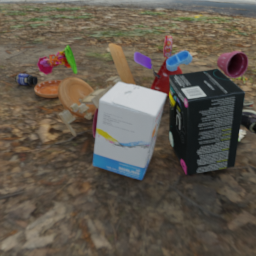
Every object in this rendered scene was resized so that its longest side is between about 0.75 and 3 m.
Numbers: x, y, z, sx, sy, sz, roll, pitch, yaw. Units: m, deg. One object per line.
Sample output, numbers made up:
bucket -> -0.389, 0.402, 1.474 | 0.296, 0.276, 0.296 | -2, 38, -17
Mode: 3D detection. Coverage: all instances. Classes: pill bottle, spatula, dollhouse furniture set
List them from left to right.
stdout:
pill bottle -> -5.397, -2.552, 14.920 | 1.045, 0.584, 0.584 | 8, 34, 12
dollhouse furniture set -> -1.102, -0.798, 10.905 | 2.755, 1.220, 1.428 | -39, 21, -21
spatula -> 1.287, -2.490, 12.693 | 0.286, 2.785, 0.787 | -30, 42, 32

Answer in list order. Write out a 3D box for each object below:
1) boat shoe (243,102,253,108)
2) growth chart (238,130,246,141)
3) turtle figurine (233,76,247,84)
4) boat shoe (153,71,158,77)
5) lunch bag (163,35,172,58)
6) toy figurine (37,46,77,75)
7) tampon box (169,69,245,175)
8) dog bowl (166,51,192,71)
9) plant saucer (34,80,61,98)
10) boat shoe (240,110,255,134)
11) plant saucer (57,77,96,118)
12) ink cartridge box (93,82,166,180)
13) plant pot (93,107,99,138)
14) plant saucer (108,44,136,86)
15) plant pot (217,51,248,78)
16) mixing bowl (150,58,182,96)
boat shoe -> 5.335, -1.107, 12.978 | 0.876, 0.274, 0.312 | 5, 35, 11
growth chart -> 3.972, 0.297, 10.835 | 0.912, 0.112, 1.260 | 17, 34, 34
turtle figurine -> 6.177, -2.673, 15.344 | 0.804, 0.321, 0.998 | 7, 34, 11
boat shoe -> 1.778, -2.992, 15.882 | 0.306, 0.322, 0.852 | -24, 49, -38
lunch bag -> 1.710, -3.518, 12.040 | 0.348, 0.849, 0.748 | 4, 52, 2
toy figurine -> -3.087, -2.721, 11.741 | 1.492, 1.217, 1.621 | -13, 3, 1
tampon box -> 2.381, -0.223, 9.116 | 1.709, 2.707, 2.029 | -8, 32, -5
dog bowl -> 2.124, -2.857, 11.862 | 1.137, 0.282, 0.633 | -25, 55, 14
plant saucer -> -3.841, -1.967, 14.298 | 1.775, 0.286, 1.775 | 1, 33, -1
boat shoe -> 4.208, -0.103, 9.245 | 0.557, 0.619, 1.720 | -25, 36, -27
plant saucer -> -2.088, -1.352, 12.038 | 1.944, 0.314, 1.944 | 25, 49, -31
ink cartridge box -> 0.045, 0.047, 8.973 | 1.718, 2.375, 1.749 | 16, 32, 11
plant pot -> -0.680, -0.179, 10.797 | 1.137, 1.270, 1.270 | 7, 30, -19
plant saucer -> -0.149, -2.554, 12.828 | 0.524, 2.802, 2.802 | -20, 33, 5
plant pot -> 3.681, -2.326, 10.081 | 0.917, 0.917, 0.821 | -10, 26, -15
mixing bowl -> 1.926, -2.292, 13.439 | 1.088, 2.008, 2.008 | 25, 34, -4
